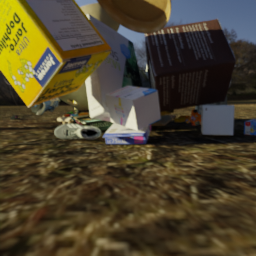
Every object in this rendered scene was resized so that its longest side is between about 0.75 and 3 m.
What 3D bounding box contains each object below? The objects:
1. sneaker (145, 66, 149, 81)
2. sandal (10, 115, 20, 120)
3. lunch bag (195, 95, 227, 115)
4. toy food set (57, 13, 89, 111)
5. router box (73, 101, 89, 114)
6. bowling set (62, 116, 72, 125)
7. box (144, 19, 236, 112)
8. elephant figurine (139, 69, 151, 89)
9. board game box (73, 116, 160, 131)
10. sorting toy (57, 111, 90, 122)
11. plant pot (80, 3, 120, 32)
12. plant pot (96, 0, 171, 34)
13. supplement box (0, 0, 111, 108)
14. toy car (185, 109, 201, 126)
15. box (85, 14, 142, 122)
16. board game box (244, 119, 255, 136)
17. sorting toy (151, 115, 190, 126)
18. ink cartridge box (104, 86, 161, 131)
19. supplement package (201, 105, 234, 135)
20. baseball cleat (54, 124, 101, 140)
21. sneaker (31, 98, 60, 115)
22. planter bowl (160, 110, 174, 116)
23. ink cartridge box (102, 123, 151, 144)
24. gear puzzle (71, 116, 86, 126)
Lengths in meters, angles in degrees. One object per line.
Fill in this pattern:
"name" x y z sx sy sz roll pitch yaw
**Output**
"sneaker" 0.917 -2.020 11.596 0.756 2.004 1.153 8 25 9
"sandal" -5.757 -0.536 14.183 0.343 0.219 0.913 -5 7 -40
"lunch bag" 3.809 -1.176 13.328 1.447 1.725 1.202 1 1 -25
"toy food set" -1.452 -2.040 9.184 0.817 2.706 1.942 15 -7 17
"router box" -1.822 -1.794 11.300 0.604 1.765 2.366 -7 -21 -22
"bowling set" -2.437 -0.351 11.152 0.569 0.439 0.818 4 6 31
"box" 1.633 -1.721 7.978 2.086 1.713 1.731 -9 -32 1
"elephant figurine" -0.079 -1.842 11.763 2.260 2.914 2.062 34 27 -19
"board game box" -0.433 -0.251 9.313 2.488 0.350 1.683 -8 10 -20
"sorting toy" -1.932 -0.428 9.669 0.989 0.197 1.338 -18 14 -37
"plant pot" -1.080 -4.125 11.173 1.822 1.223 1.822 -7 10 1
"plant pot" 0.053 -2.813 5.792 1.975 0.271 1.975 29 -20 11
"supplement box" -2.009 -2.130 5.853 1.552 2.834 1.542 -39 -4 38
"toy car" 2.643 -0.224 11.065 0.516 0.760 1.550 -43 -13 -2
"box" -0.374 -1.501 7.949 0.525 2.889 2.085 -21 -20 34
"board game box" 4.110 -0.005 7.951 1.298 0.371 1.326 4 7 34
"sorting toy" 1.181 -0.221 9.953 1.835 0.246 1.367 0 13 30
"ink cartridge box" 0.061 -0.478 6.227 0.714 0.696 1.111 -25 27 -32
"supplement package" 2.428 -0.221 7.732 0.786 0.789 1.344 2 2 14
"baseball cleat" -1.231 0.083 6.609 1.144 0.399 0.609 -3 -2 4
"sneaker" -2.776 -0.899 9.687 0.725 0.738 1.915 -40 22 16
"planter bowl" 1.035 -0.633 8.883 0.805 0.335 0.805 28 30 -18
"ink cartridge box" 0.021 0.105 6.503 0.909 0.320 1.523 -1 12 10
"gear puzzle" -1.178 -0.027 7.525 0.473 0.119 0.912 30 -6 38
